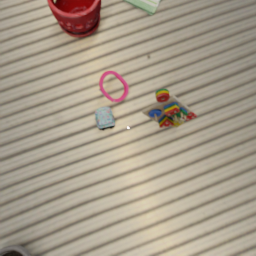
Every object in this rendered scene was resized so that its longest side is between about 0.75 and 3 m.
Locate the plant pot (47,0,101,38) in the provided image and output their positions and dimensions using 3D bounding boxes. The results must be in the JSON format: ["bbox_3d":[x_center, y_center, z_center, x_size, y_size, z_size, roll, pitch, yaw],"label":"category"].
[{"bbox_3d":[-2.122,-4.999,11.703,2.138,1.947,2.138,0,76,1],"label":"plant pot"}]

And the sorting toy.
[{"bbox_3d":[1.464,-0.436,10.120,1.332,2.762,0.467,-24,59,29],"label":"sorting toy"}]

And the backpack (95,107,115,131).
[{"bbox_3d":[-0.954,-0.413,11.269,0.779,0.661,0.877,-13,71,-4],"label":"backpack"}]

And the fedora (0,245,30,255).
[{"bbox_3d":[-4.099,5.140,9.724,1.749,0.893,1.977,2,66,-2],"label":"fedora"}]

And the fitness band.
[{"bbox_3d":[-0.571,-1.616,11.067,1.011,1.408,0.264,-51,36,-5],"label":"fitness band"}]

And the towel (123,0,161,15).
[{"bbox_3d":[0.951,-6.354,12.935,1.600,0.245,2.097,30,79,7],"label":"towel"}]
